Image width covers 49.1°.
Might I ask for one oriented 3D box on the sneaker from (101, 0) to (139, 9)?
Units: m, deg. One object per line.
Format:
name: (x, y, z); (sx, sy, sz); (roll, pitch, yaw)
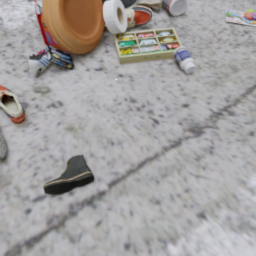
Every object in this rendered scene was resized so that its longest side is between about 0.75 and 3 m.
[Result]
sneaker: (-0.440, -6.138, 13.023); (0.942, 1.338, 2.519); (23, 54, 36)

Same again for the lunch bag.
lunch bag: (-2.616, -4.826, 11.282); (1.200, 2.581, 2.930); (7, 51, 10)

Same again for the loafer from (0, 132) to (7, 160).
loafer: (-4.233, 0.275, 8.526); (0.681, 0.682, 1.950); (-34, 54, -3)

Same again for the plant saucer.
plant saucer: (-1.887, -4.381, 10.733); (0.558, 2.984, 2.984); (6, 47, 38)

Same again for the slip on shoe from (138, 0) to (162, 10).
slip on shoe: (1.033, -5.962, 13.609); (1.307, 0.396, 0.497); (11, 25, 28)

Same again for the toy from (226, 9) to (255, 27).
toy: (5.541, -5.208, 12.979); (1.888, 0.446, 1.087); (11, 53, 8)

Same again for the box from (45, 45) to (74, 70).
box: (-2.629, -2.701, 10.750); (1.023, 0.235, 0.813); (15, 38, -42)

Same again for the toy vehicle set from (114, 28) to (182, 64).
toy vehicle set: (0.815, -3.422, 11.615); (2.646, 0.351, 1.644); (-8, 52, -7)

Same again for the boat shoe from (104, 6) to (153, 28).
boat shoe: (-0.138, -4.824, 12.320); (2.433, 0.866, 0.761); (0, 33, 4)

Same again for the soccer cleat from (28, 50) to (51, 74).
soccer cleat: (-3.325, -2.577, 10.861); (0.575, 0.711, 1.646); (14, 29, 12)

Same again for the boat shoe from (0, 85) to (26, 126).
boat shoe: (-4.035, -0.891, 9.334); (0.692, 0.608, 1.943); (-31, 63, -24)

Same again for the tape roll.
tape roll: (-0.516, -4.530, 11.425); (0.459, 1.314, 1.314); (-3, 48, 24)

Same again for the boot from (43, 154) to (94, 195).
boot: (-1.745, 1.273, 7.843); (1.373, 0.532, 0.950); (-10, 46, -24)

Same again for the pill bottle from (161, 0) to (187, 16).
pill bottle: (2.072, -6.155, 13.416); (0.940, 0.940, 1.622); (-16, 52, -13)

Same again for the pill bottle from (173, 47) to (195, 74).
pill bottle: (2.176, -2.592, 10.773); (0.556, 0.556, 1.001); (-17, 63, -13)
